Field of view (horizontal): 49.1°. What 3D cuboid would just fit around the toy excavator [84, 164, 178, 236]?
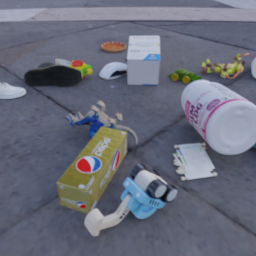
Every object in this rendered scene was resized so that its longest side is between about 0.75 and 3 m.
[{"bbox_3d":[0.074,1.804,6.612,0.906,1.813,1.763,36,3,43],"label":"toy excavator"}]

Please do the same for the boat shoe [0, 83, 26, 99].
[{"bbox_3d":[-5.349,-1.617,11.944,1.827,0.597,0.672,-5,34,-7],"label":"boat shoe"}]

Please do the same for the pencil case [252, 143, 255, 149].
[{"bbox_3d":[4.320,0.594,8.521,0.752,0.692,1.627,22,21,-30],"label":"pencil case"}]

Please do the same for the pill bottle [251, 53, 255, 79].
[{"bbox_3d":[6.695,-3.162,13.787,1.120,1.120,2.044,15,36,22],"label":"pill bottle"}]

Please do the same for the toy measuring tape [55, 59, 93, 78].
[{"bbox_3d":[-2.833,-2.935,13.723,2.495,0.918,0.918,18,38,25],"label":"toy measuring tape"}]

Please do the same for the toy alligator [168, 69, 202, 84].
[{"bbox_3d":[2.905,-2.427,13.226,2.182,0.524,0.723,18,38,25],"label":"toy alligator"}]

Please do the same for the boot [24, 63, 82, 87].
[{"bbox_3d":[-3.362,-2.741,13.376,2.626,1.017,1.816,3,29,3],"label":"boot"}]

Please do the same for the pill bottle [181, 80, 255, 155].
[{"bbox_3d":[2.735,-0.497,8.819,1.618,1.618,2.855,-4,24,-6],"label":"pill bottle"}]

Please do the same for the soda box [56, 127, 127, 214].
[{"bbox_3d":[-0.873,1.036,7.741,0.888,0.839,2.623,12,35,16],"label":"soda box"}]

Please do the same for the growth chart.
[{"bbox_3d":[1.944,0.969,8.468,1.211,0.148,1.674,-2,34,-1],"label":"growth chart"}]

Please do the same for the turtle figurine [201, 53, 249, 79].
[{"bbox_3d":[4.801,-2.985,13.789,2.039,0.814,2.529,13,48,35],"label":"turtle figurine"}]

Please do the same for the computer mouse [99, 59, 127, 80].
[{"bbox_3d":[-0.293,-3.086,14.169,2.646,0.581,1.451,-27,43,-34],"label":"computer mouse"}]

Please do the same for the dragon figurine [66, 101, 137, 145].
[{"bbox_3d":[-0.830,-0.021,9.384,2.560,1.273,0.753,31,39,5],"label":"dragon figurine"}]

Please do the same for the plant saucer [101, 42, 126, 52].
[{"bbox_3d":[-0.900,-4.987,17.336,1.536,0.248,1.536,1,34,0],"label":"plant saucer"}]

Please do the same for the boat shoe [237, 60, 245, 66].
[{"bbox_3d":[5.575,-3.096,14.325,1.331,0.504,0.478,-31,47,-24],"label":"boat shoe"}]

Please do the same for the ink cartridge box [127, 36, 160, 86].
[{"bbox_3d":[0.740,-3.189,13.164,1.472,1.446,1.999,2,48,4],"label":"ink cartridge box"}]
